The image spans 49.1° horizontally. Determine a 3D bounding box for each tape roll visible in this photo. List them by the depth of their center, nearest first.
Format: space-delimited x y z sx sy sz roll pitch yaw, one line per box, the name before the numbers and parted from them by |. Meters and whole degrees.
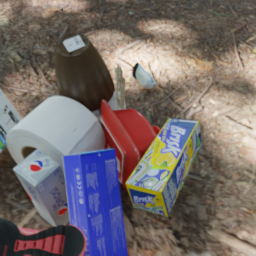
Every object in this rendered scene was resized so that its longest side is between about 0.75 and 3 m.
tape roll | -2.209 0.514 8.747 2.537 2.537 1.742 21 46 17

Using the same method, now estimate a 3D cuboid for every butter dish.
butter dish | 0.266 0.463 9.004 1.846 2.491 2.497 -19 52 -21

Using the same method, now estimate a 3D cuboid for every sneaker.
sneaker | -2.197 2.680 6.075 2.611 1.132 0.962 4 51 1
sneaker | 0.678 -2.360 12.741 0.673 0.667 1.856 11 36 -32

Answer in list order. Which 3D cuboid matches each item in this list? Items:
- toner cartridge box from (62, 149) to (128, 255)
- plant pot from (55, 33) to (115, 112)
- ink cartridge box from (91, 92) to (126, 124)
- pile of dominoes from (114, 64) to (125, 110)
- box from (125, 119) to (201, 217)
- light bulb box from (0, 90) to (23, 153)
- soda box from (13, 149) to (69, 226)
toner cartridge box | -0.806 2.062 7.159 0.631 2.923 1.389 -9 -4 34
plant pot | -1.474 -1.820 8.660 1.901 2.034 1.901 -2 58 4
ink cartridge box | -1.069 -0.531 10.185 1.883 0.791 1.374 -8 90 -23
pile of dominoes | -0.303 -1.205 8.523 0.207 1.013 1.299 -3 65 12
box | 1.084 0.903 7.561 0.997 0.915 2.846 7 38 30
light bulb box | -5.014 0.179 8.863 2.338 1.472 2.359 -23 26 12
soda box | -2.157 1.781 7.650 0.881 2.581 0.819 29 55 26
